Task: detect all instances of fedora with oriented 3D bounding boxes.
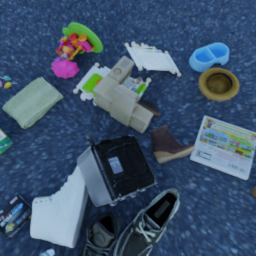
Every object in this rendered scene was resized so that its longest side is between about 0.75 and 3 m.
[{"bbox_3d":[3.580,-1.631,11.273,1.679,0.685,1.679,1,61,-1],"label":"fedora"}]

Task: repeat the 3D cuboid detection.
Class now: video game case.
[{"bbox_3d":[3.560,0.687,10.351,2.081,0.238,1.894,20,65,11],"label":"video game case"}]

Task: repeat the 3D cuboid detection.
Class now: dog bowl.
[{"bbox_3d":[3.556,-3.111,12.162,1.821,0.451,1.015,-22,65,-11],"label":"dog bowl"}]

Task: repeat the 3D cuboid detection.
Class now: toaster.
[{"bbox_3d":[-0.405,1.255,8.866,1.917,1.258,2.120,-12,71,-43],"label":"toaster"}]

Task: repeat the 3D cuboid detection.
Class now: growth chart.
[{"bbox_3d":[1.035,-2.886,11.654,2.289,0.203,1.657,0,56,-31],"label":"growth chart"},{"bbox_3d":[-0.689,-1.649,11.547,2.760,0.245,1.997,20,66,11],"label":"growth chart"}]

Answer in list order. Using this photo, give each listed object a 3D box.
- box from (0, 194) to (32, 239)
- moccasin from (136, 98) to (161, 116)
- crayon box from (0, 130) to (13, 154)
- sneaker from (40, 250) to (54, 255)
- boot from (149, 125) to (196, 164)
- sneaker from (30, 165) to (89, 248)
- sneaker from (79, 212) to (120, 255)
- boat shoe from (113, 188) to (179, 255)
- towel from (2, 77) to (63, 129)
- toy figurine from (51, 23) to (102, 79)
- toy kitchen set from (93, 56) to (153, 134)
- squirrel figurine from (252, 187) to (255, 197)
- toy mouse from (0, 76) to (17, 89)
[{"bbox_3d":[-3.754,2.898,9.201,0.892,0.258,1.122,38,69,18],"label":"box"},{"bbox_3d":[0.645,-0.800,10.970,1.332,0.514,0.487,20,47,-9],"label":"moccasin"},{"bbox_3d":[-5.693,0.789,10.000,1.514,0.743,2.549,40,70,18],"label":"crayon box"},{"bbox_3d":[-2.190,4.164,8.114,0.515,1.394,0.573,4,26,36],"label":"sneaker"},{"bbox_3d":[1.517,0.468,9.950,1.532,0.554,1.274,-22,70,25],"label":"boot"},{"bbox_3d":[-2.200,2.186,9.120,1.695,1.081,2.934,8,59,7],"label":"sneaker"},{"bbox_3d":[-1.008,3.666,8.117,1.012,1.516,2.647,22,66,12],"label":"sneaker"},{"bbox_3d":[0.572,3.080,8.719,1.049,0.945,2.967,34,68,16],"label":"boat shoe"},{"bbox_3d":[-3.802,-1.049,11.150,1.525,0.375,2.056,37,69,18],"label":"towel"},{"bbox_3d":[-2.515,-3.065,11.740,2.238,1.680,2.060,23,73,35],"label":"toy figurine"},{"bbox_3d":[0.208,-1.482,10.404,2.324,1.896,2.097,33,65,9],"label":"toy kitchen set"},{"bbox_3d":[4.771,2.234,9.414,0.983,0.696,0.917,-41,80,-3],"label":"squirrel figurine"},{"bbox_3d":[-5.217,-1.951,11.729,0.826,0.160,0.734,-32,67,-15],"label":"toy mouse"}]
